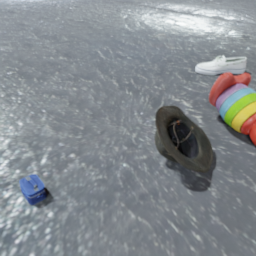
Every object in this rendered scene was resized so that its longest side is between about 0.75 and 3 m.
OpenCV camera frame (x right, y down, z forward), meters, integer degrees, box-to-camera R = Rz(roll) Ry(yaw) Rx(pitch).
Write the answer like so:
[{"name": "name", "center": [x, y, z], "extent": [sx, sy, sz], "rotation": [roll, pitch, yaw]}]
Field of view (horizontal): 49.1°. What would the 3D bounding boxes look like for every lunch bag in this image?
[{"name": "lunch bag", "center": [-2.680, 1.723, 7.889], "extent": [0.550, 0.536, 0.810], "rotation": [-28, 44, -32]}]

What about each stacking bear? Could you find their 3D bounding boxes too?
[{"name": "stacking bear", "center": [4.325, -0.476, 9.986], "extent": [1.716, 1.607, 2.826], "rotation": [-5, 49, -33]}]

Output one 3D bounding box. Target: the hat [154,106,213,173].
[{"name": "hat", "center": [1.512, 0.510, 8.852], "extent": [2.451, 0.989, 2.451], "rotation": [26, 43, -27]}]

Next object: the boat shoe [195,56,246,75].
[{"name": "boat shoe", "center": [4.810, -3.334, 14.541], "extent": [2.598, 0.867, 0.956], "rotation": [-3, 36, -4]}]
